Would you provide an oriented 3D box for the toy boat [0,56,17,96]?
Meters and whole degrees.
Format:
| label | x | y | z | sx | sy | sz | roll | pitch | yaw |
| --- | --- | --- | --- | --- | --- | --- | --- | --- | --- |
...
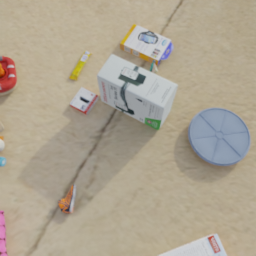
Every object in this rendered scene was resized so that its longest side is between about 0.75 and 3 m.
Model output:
| label | x | y | z | sx | sy | sz | roll | pitch | yaw |
| --- | --- | --- | --- | --- | --- | --- | --- | --- | --- |
| toy boat | -5.562 | -2.390 | 12.032 | 1.261 | 1.263 | 1.933 | -14 | 68 | -6 |

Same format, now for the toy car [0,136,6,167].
| label | x | y | z | sx | sy | sz | roll | pitch | yaw |
| --- | --- | --- | --- | --- | --- | --- | --- | --- | --- |
| toy car | -5.256 | 0.758 | 10.898 | 1.113 | 1.068 | 1.207 | 6 | 55 | 14 |

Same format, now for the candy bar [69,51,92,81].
| label | x | y | z | sx | sy | sz | roll | pitch | yaw |
| --- | --- | --- | --- | --- | --- | --- | --- | --- | --- |
| candy bar | -2.168 | -2.873 | 12.822 | 0.416 | 0.185 | 1.669 | 19 | 68 | 12 |

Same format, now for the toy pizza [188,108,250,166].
| label | x | y | z | sx | sy | sz | roll | pitch | yaw |
| --- | --- | --- | --- | --- | --- | --- | --- | --- | --- |
| toy pizza | 3.659 | 0.347 | 11.346 | 2.511 | 0.398 | 2.511 | 1 | 67 | -1 |

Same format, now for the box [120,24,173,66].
| label | x | y | z | sx | sy | sz | roll | pitch | yaw |
| --- | --- | --- | --- | --- | --- | --- | --- | --- | --- |
| box | 0.921 | -3.852 | 13.111 | 2.289 | 0.475 | 1.362 | 28 | 70 | 9 |

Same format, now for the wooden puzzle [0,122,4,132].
| label | x | y | z | sx | sy | sz | roll | pitch | yaw |
| --- | --- | --- | --- | --- | --- | --- | --- | --- | --- |
| wooden puzzle | -6.124 | -0.130 | 11.589 | 1.486 | 0.371 | 1.605 | -35 | 76 | -13 |

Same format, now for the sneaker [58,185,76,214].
| label | x | y | z | sx | sy | sz | roll | pitch | yaw |
| --- | --- | --- | --- | --- | --- | --- | --- | --- | --- |
| sneaker | -2.278 | 2.606 | 10.380 | 0.588 | 0.407 | 1.050 | 7 | 67 | 1 |

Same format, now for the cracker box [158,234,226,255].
| label | x | y | z | sx | sy | sz | roll | pitch | yaw |
| --- | --- | --- | --- | --- | --- | --- | --- | --- | --- |
| cracker box | 2.052 | 4.839 | 9.230 | 2.650 | 0.764 | 1.775 | -18 | 68 | -7 |

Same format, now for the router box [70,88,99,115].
| label | x | y | z | sx | sy | sz | roll | pitch | yaw |
| --- | --- | --- | --- | --- | --- | --- | --- | --- | --- |
| router box | -1.886 | -1.151 | 12.066 | 0.869 | 0.236 | 0.968 | 27 | 70 | 11 |

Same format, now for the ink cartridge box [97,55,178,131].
| label | x | y | z | sx | sy | sz | roll | pitch | yaw |
| --- | --- | --- | --- | --- | --- | --- | --- | --- | --- |
| ink cartridge box | 0.300 | -1.361 | 11.149 | 2.876 | 2.108 | 1.195 | 28 | 70 | 12 |

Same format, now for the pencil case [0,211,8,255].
| label | x | y | z | sx | sy | sz | roll | pitch | yaw |
| --- | --- | --- | --- | --- | --- | --- | --- | --- | --- |
| pencil case | -4.593 | 3.755 | 9.647 | 0.810 | 0.836 | 1.785 | -20 | 66 | 4 |

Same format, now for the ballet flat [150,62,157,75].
| label | x | y | z | sx | sy | sz | roll | pitch | yaw |
| --- | --- | --- | --- | --- | --- | --- | --- | --- | --- |
| ballet flat | 1.136 | -2.504 | 12.638 | 0.341 | 0.345 | 1.015 | 20 | 72 | -14 |
